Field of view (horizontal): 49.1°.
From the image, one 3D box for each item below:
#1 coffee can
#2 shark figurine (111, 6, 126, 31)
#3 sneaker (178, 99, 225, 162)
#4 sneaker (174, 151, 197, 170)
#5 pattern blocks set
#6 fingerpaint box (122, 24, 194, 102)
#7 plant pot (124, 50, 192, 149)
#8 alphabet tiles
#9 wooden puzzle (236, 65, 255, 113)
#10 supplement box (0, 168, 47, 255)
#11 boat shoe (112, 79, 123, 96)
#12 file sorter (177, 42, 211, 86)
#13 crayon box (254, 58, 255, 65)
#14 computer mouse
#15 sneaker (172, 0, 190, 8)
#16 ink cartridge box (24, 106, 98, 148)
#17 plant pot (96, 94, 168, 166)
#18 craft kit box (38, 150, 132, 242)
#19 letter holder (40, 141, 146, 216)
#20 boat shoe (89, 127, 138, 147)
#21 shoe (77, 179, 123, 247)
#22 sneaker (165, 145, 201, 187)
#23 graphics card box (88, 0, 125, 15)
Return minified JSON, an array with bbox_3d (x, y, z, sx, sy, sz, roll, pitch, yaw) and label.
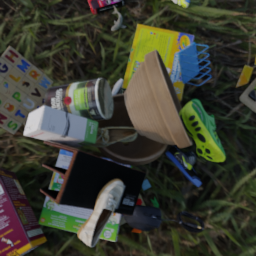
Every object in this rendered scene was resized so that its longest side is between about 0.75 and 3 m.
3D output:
[{"bbox_3d":[-1.478,-0.784,8.672,1.732,1.268,1.268,-7,74,17],"label":"coffee can"},{"bbox_3d":[-0.390,-4.573,11.678,0.623,0.435,1.042,1,76,-1],"label":"shark figurine"},{"bbox_3d":[2.515,0.151,8.860,1.065,0.944,2.549,-54,125,-28],"label":"sneaker"},{"bbox_3d":[1.846,0.932,8.876,0.513,1.268,0.468,-49,60,2],"label":"sneaker"},{"bbox_3d":[-0.041,2.739,9.708,2.135,0.173,1.877,-16,71,-4],"label":"pattern blocks set"},{"bbox_3d":[1.123,-2.327,10.634,2.208,0.971,2.647,12,78,3],"label":"fingerpaint box"},{"bbox_3d":[0.787,-0.688,8.425,1.376,2.980,2.980,-19,74,15],"label":"plant pot"},{"bbox_3d":[-3.650,-1.119,8.793,0.083,2.631,2.189,26,78,50],"label":"alphabet tiles"},{"bbox_3d":[5.322,-1.252,10.804,2.558,0.299,1.726,34,77,9],"label":"wooden puzzle"},{"bbox_3d":[-3.934,2.777,9.023,1.185,1.527,2.767,-30,76,-8],"label":"supplement box"},{"bbox_3d":[-0.388,-1.425,10.829,0.342,0.348,0.965,33,77,-28],"label":"boat shoe"},{"bbox_3d":[2.287,-2.121,9.467,0.818,1.179,0.723,-36,39,-22],"label":"file sorter"},{"bbox_3d":[6.017,-2.529,10.880,2.342,0.595,1.487,20,69,2],"label":"crayon box"},{"bbox_3d":[1.185,2.960,9.061,2.706,0.461,0.793,8,58,-6],"label":"computer mouse"},{"bbox_3d":[2.260,-5.519,12.021,0.892,0.338,0.468,38,65,3],"label":"sneaker"},{"bbox_3d":[-1.871,0.022,7.829,1.655,1.209,0.698,19,70,-35],"label":"ink cartridge box"},{"bbox_3d":[0.020,0.228,9.683,2.729,1.260,2.729,5,54,-8],"label":"plant pot"},{"bbox_3d":[-1.376,2.248,9.536,2.620,0.636,2.587,11,68,6],"label":"craft kit box"},{"bbox_3d":[-1.167,1.436,8.076,1.903,2.677,1.346,11,79,46],"label":"letter holder"},{"bbox_3d":[-0.478,0.205,8.422,1.577,0.494,0.578,-10,74,-14],"label":"boat shoe"},{"bbox_3d":[-0.601,2.155,7.091,0.485,0.636,1.818,31,89,49],"label":"shoe"},{"bbox_3d":[2.089,1.295,9.934,0.653,0.588,1.676,-41,77,-3],"label":"sneaker"},{"bbox_3d":[-0.952,-5.495,11.953,1.478,0.376,0.927,-18,75,-6],"label":"graphics card box"}]
